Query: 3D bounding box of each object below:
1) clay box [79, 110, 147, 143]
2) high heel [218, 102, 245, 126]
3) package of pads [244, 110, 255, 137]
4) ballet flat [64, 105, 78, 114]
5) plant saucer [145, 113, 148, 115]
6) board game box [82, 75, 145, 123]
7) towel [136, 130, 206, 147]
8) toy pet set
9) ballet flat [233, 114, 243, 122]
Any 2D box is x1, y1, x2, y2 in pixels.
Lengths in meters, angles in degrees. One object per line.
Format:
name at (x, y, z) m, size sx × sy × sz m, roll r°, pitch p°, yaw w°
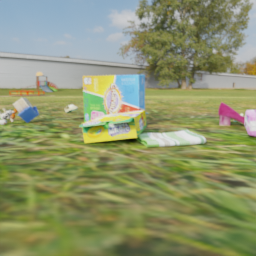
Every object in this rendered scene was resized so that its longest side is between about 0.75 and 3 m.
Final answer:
clay box at (-0.342, -0.056, 8.238) m, size 1.478 × 0.612 × 2.573 m, roll -7°, pitch 8°, yaw 12°
high heel at (4.499, -0.553, 11.039) m, size 1.928 × 0.925 × 0.649 m, roll 0°, pitch 8°, yaw 0°
package of pads at (4.431, -0.159, 9.031) m, size 1.155 × 0.725 × 1.917 m, roll 6°, pitch 10°, yaw 19°
ballet flat at (-2.691, -0.915, 13.092) m, size 0.344 × 0.344 × 0.990 m, roll -7°, pitch -5°, yaw -41°
plant saucer at (0.687, -0.839, 15.979) m, size 0.360 × 0.098 × 1.030 m, roll -6°, pitch 11°, yaw -39°
board game box at (-0.599, -1.094, 11.109) m, size 2.601 × 1.990 × 0.524 m, roll 4°, pitch 11°, yaw 29°
towel at (1.125, 0.275, 7.701) m, size 1.628 × 0.250 × 1.215 m, roll -2°, pitch 8°, yaw -14°
toy pet set at (-4.748, -0.477, 12.026) m, size 1.655 × 0.941 × 1.773 m, roll -35°, pitch 6°, yaw 1°
ballet flat at (5.084, -0.436, 12.135) m, size 1.019 × 0.384 × 0.346 m, roll 5°, pitch 12°, yaw 31°
